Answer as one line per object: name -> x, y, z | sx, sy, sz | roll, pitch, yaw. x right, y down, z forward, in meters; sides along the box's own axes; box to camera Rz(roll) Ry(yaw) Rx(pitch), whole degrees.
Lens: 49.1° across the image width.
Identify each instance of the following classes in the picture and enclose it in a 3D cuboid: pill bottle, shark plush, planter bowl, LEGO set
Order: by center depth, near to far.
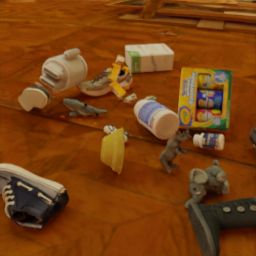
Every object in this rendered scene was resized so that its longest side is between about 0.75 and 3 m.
planter bowl -> -0.546, 0.718, 9.032 | 0.631, 1.515, 1.515 | 4, 33, -9
pill bottle -> 2.888, 0.480, 10.068 | 0.988, 0.548, 0.548 | 4, 31, 30
pill bottle -> 1.031, -0.436, 11.085 | 1.123, 1.123, 2.004 | -14, 29, -20
shark plush -> -1.895, -0.782, 12.056 | 1.814, 0.755, 0.824 | 23, 65, 5
LEGO set -> -0.424, -2.199, 13.294 | 1.071, 0.866, 2.327 | -16, 79, -5

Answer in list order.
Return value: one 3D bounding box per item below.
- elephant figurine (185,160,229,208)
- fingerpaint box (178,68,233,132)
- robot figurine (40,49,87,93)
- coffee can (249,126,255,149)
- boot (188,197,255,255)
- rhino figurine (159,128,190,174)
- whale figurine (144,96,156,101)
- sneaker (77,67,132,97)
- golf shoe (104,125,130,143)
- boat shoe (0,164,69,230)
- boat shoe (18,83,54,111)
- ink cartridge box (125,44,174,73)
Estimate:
elephant figurine -> 2.212, 1.667, 8.356 | 1.364, 0.965, 1.059 | -15, 5, 5
fingerpaint box -> 3.002, -1.111, 11.091 | 1.947, 2.334, 0.856 | 5, -5, 10
robot figurine -> -2.831, -2.558, 12.709 | 1.468, 2.205, 2.600 | 36, 33, 4
coffee can -> 5.010, 0.646, 9.503 | 1.170, 1.170, 1.598 | -2, 34, -3
boot -> 2.760, 2.531, 7.219 | 2.025, 0.665, 1.669 | 0, 33, -7
rhino figurine -> 1.530, 0.670, 9.115 | 0.693, 1.585, 0.474 | 38, 20, 34
whale figurine -> 1.017, -1.140, 12.750 | 0.854, 0.680, 0.443 | -18, 60, -47
sneaker -> -1.189, -2.415, 14.080 | 2.923, 1.201, 1.138 | -17, 37, -22
golf shoe -> -0.552, 0.274, 10.673 | 1.261, 0.490, 0.596 | 16, 56, 39
boat shoe -> -3.126, 1.877, 7.781 | 2.710, 1.012, 1.257 | 11, 28, 15
boat shoe -> -3.838, -1.312, 11.847 | 0.840, 1.018, 2.718 | -44, 16, -30
ink cartridge box -> 1.231, -4.211, 16.840 | 2.574, 1.126, 1.870 | -8, 35, -9
